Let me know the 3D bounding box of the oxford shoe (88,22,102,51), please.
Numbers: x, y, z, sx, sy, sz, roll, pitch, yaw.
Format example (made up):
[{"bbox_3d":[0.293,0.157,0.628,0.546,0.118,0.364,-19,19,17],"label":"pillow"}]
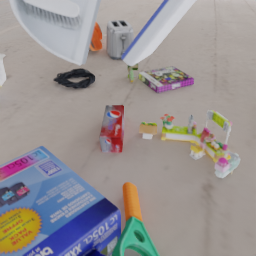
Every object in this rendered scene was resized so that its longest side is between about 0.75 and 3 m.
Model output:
[{"bbox_3d":[-1.858,-4.180,13.290,1.029,1.007,2.823,-18,29,11],"label":"oxford shoe"}]

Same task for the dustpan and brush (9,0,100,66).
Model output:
[{"bbox_3d":[-1.129,-1.502,3.240,1.605,1.120,0.459,14,-5,-17],"label":"dustpan and brush"}]

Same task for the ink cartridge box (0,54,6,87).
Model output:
[{"bbox_3d":[-5.102,-1.725,9.514,1.386,0.817,2.407,-2,34,-3],"label":"ink cartridge box"}]

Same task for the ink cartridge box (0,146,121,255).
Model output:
[{"bbox_3d":[-1.360,1.587,4.453,2.669,1.019,1.821,30,44,34],"label":"ink cartridge box"}]

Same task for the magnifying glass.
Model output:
[{"bbox_3d":[0.137,1.722,4.572,0.959,0.270,2.408,36,16,-20],"label":"magnifying glass"}]

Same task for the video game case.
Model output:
[{"bbox_3d":[1.348,-1.780,10.095,1.522,0.272,1.379,-15,37,-21],"label":"video game case"}]

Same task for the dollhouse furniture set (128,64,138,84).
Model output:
[{"bbox_3d":[0.211,-2.039,10.279,0.390,0.505,1.010,-3,33,-4],"label":"dollhouse furniture set"}]

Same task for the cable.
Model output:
[{"bbox_3d":[-1.917,-1.715,10.001,1.443,0.367,1.177,-9,40,-17],"label":"cable"}]

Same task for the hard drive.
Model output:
[{"bbox_3d":[1.046,-2.699,6.376,0.349,2.753,1.816,43,32,-1],"label":"hard drive"}]

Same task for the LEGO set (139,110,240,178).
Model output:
[{"bbox_3d":[1.510,0.048,6.728,2.639,0.982,1.214,29,43,36],"label":"LEGO set"}]

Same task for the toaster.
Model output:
[{"bbox_3d":[-0.378,-3.944,12.393,1.146,1.303,2.017,-5,34,-9],"label":"toaster"}]

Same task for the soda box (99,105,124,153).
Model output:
[{"bbox_3d":[-0.381,-0.018,7.271,0.539,0.488,1.539,0,35,3],"label":"soda box"}]
